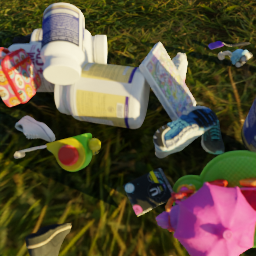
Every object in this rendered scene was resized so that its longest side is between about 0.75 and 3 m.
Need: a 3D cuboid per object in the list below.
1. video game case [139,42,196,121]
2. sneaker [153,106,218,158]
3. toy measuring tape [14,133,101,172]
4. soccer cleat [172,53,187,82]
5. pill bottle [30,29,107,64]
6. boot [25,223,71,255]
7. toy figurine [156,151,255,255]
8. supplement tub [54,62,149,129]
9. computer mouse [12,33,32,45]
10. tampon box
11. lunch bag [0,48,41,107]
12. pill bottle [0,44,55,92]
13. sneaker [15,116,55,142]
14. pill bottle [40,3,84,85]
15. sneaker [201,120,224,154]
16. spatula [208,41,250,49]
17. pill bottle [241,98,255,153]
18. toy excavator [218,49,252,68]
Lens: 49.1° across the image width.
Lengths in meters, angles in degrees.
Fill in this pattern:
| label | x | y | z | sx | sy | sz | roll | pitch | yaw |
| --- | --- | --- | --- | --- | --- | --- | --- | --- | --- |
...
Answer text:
| label | x | y | z | sx | sy | sz | roll | pitch | yaw |
| --- | --- | --- | --- | --- | --- | --- | --- | --- | --- |
| video game case | 1.240 | -1.183 | 8.148 | 0.207 | 2.301 | 1.648 | -20 | 26 | 36 |
| sneaker | 1.422 | 0.125 | 7.189 | 1.983 | 0.859 | 0.743 | -27 | 59 | -20 |
| toy measuring tape | -1.711 | 0.730 | 6.862 | 2.358 | 0.867 | 0.867 | -14 | 36 | 18 |
| soccer cleat | 1.714 | -2.105 | 9.909 | 0.709 | 0.877 | 2.031 | 11 | 32 | 9 |
| pill bottle | -2.180 | -2.990 | 10.725 | 2.678 | 1.487 | 1.487 | 1 | 39 | 1 |
| boot | -1.302 | 2.123 | 4.758 | 0.463 | 0.826 | 1.194 | -13 | -8 | 16 |
| toy figurine | 1.289 | 1.326 | 4.579 | 2.362 | 1.773 | 2.174 | -10 | -7 | 36 |
| supplement tub | -0.693 | -0.974 | 8.083 | 2.390 | 1.737 | 1.737 | 10 | 40 | 12 |
| computer mouse | -3.797 | -3.674 | 12.334 | 2.580 | 0.566 | 1.415 | 23 | 39 | 33 |
| tampon box | 0.431 | 1.330 | 5.803 | 0.869 | 0.549 | 0.651 | -26 | 69 | -5 |
| lunch bag | -3.182 | -1.528 | 7.838 | 0.685 | 1.474 | 1.673 | -15 | 28 | 11 |
| pill bottle | -3.121 | -2.008 | 9.457 | 2.792 | 1.583 | 1.583 | 0 | 39 | 0 |
| sneaker | -2.595 | 0.120 | 7.795 | 1.454 | 0.531 | 0.515 | 22 | 53 | 37 |
| pill bottle | -1.680 | -2.145 | 7.243 | 1.101 | 1.101 | 1.902 | -2 | 67 | -3 |
| sneaker | 2.266 | 0.088 | 7.633 | 0.567 | 0.667 | 1.463 | -4 | 40 | -2 |
| spatula | 4.597 | -3.782 | 12.706 | 1.870 | 0.192 | 0.528 | -3 | 40 | -4 |
| pill bottle | 3.582 | -0.346 | 6.169 | 1.597 | 2.856 | 1.597 | -4 | 64 | 9 |
| toy excavator | 4.286 | -2.914 | 11.324 | 0.523 | 1.019 | 1.048 | -32 | 77 | -32 |
